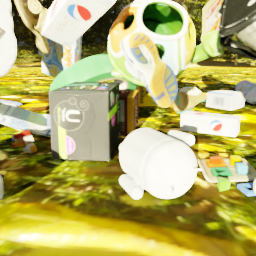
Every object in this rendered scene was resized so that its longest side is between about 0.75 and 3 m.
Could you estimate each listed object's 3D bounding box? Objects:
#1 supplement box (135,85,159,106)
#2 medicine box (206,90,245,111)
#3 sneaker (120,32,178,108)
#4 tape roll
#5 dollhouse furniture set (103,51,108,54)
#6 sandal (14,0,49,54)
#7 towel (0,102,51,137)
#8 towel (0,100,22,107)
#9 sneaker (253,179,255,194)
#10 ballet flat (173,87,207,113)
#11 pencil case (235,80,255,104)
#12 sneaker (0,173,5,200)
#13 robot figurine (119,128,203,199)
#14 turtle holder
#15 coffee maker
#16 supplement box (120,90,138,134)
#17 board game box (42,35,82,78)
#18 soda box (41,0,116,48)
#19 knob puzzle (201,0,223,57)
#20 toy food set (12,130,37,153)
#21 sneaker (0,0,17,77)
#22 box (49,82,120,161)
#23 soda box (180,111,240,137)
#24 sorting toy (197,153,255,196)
[{"bbox_3d":[0.948,-1.942,13.479,1.391,1.382,2.539,-1,15,-4],"label":"supplement box"},{"bbox_3d":[4.273,-1.234,12.255,1.290,0.664,1.175,-15,21,-42],"label":"medicine box"},{"bbox_3d":[0.433,-1.179,5.750,0.627,1.666,0.734,-36,24,-15],"label":"sneaker"},{"bbox_3d":[-1.094,-1.290,9.289,2.860,0.687,2.860,-23,-16,-7],"label":"tape roll"},{"bbox_3d":[-1.239,-2.769,11.248,1.566,1.241,1.111,-47,31,-24],"label":"dollhouse furniture set"},{"bbox_3d":[-2.247,-2.833,7.409,0.747,0.832,2.270,-9,-21,-3],"label":"sandal"},{"bbox_3d":[-3.508,-0.452,8.274,2.766,0.329,2.032,18,9,-19],"label":"towel"},{"bbox_3d":[-5.772,-0.964,12.121,1.373,0.223,1.870,9,17,28],"label":"towel"},{"bbox_3d":[2.642,1.065,4.119,1.443,0.523,0.823,5,19,19],"label":"sneaker"},{"bbox_3d":[2.697,-1.352,11.992,1.003,0.921,2.922,-9,10,28],"label":"ballet flat"},{"bbox_3d":[6.076,-1.818,13.894,1.027,0.941,2.265,4,15,5],"label":"pencil case"},{"bbox_3d":[-3.169,0.698,4.794,1.154,0.848,2.551,-11,20,-44],"label":"sneaker"},{"bbox_3d":[0.503,0.585,4.907,1.487,0.990,1.754,-45,29,-9],"label":"robot figurine"},{"bbox_3d":[0.823,-1.942,6.694,2.613,1.985,1.855,32,-16,-1],"label":"turtle holder"},{"bbox_3d":[3.367,-2.280,5.596,2.586,2.484,1.742,28,-3,-23],"label":"coffee maker"},{"bbox_3d":[-0.575,-0.563,8.908,1.676,1.113,1.653,2,15,6],"label":"supplement box"},{"bbox_3d":[-2.185,-2.551,9.133,1.394,2.059,0.355,25,40,17],"label":"board game box"},{"bbox_3d":[-1.079,-2.586,5.954,0.732,0.784,2.301,20,-18,-31],"label":"soda box"},{"bbox_3d":[3.256,-3.614,9.778,0.362,2.611,2.611,5,14,-13],"label":"knob puzzle"},{"bbox_3d":[-2.554,0.363,6.789,0.451,0.478,1.002,-19,22,-24],"label":"toy food set"},{"bbox_3d":[-3.392,-2.296,7.262,0.823,2.180,1.240,-1,-5,-29],"label":"sneaker"},{"bbox_3d":[-0.950,-0.280,6.962,1.325,1.584,2.132,1,15,4],"label":"box"},{"bbox_3d":[2.464,-0.141,8.488,1.672,0.532,0.569,8,17,28],"label":"soda box"},{"bbox_3d":[2.014,0.771,5.629,1.106,0.267,1.964,1,15,3],"label":"sorting toy"}]
